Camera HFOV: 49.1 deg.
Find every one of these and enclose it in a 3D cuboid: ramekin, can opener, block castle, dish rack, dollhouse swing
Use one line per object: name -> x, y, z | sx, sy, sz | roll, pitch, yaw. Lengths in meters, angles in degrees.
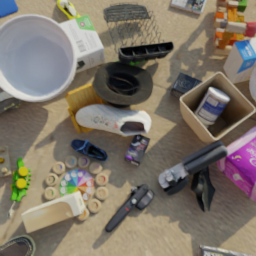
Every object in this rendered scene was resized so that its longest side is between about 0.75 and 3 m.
ramekin -> -2.876, -2.093, 8.903 | 2.579, 1.354, 2.579 | 0, 93, -3
can opener -> 2.004, 1.233, 8.767 | 2.357, 0.783, 0.620 | -35, 31, 12
can opener -> -0.011, 2.470, 8.622 | 1.883, 0.597, 0.740 | -42, 77, -13
block castle -> 4.028, -4.095, 10.257 | 1.287, 1.833, 2.743 | 7, 71, 1
dish rack -> 0.268, -3.646, 10.341 | 2.093, 0.744, 2.729 | -12, 72, -20
dollhouse swing -> -1.366, -0.639, 9.441 | 1.256, 1.104, 1.141 | -24, 72, -9

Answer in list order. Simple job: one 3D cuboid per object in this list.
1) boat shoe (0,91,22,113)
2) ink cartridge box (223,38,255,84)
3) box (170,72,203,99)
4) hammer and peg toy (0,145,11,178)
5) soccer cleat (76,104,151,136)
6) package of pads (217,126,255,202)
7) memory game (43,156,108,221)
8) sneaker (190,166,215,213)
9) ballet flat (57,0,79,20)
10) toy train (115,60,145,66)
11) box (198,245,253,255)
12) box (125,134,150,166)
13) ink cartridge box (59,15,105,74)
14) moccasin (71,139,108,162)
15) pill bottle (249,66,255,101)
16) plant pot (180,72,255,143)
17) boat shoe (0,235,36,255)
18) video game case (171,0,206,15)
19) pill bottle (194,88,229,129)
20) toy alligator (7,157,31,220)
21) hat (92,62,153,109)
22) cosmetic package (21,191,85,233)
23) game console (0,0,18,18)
boat shoe -> -4.162, -0.961, 9.816 | 1.987, 0.594, 0.710 | -26, 38, -12
ink cartridge box -> 4.816, -2.503, 9.883 | 2.440, 1.417, 0.820 | -14, 65, -4
box -> 2.104, -1.397, 9.999 | 0.997, 0.534, 0.740 | 26, 73, 9
hammer and peg toy -> -4.602, 1.188, 9.109 | 1.456, 0.513, 1.071 | -14, 71, -5
soccer cleat -> -0.514, -0.225, 9.150 | 2.516, 0.872, 0.976 | 4, 34, 2
package of pads -> 4.418, 0.758, 8.776 | 2.880, 1.090, 1.735 | -33, 51, -11
memory game -> -1.675, 1.918, 9.054 | 2.150, 0.137, 2.150 | 0, 71, 0
sneaker -> 2.441, 1.809, 8.914 | 0.810, 0.467, 1.554 | 42, 50, -14
ballet flat -> -2.375, -4.769, 11.193 | 0.505, 0.506, 1.510 | -34, 74, -11
toy train -> 0.187, -2.552, 10.454 | 1.546, 0.436, 0.323 | -23, 72, -8
box -> 2.918, 4.355, 7.901 | 1.985, 0.487, 1.600 | 9, 83, 4
box -> 0.308, 0.711, 9.264 | 0.554, 0.481, 0.906 | 24, 68, 8
ink cartridge box -> -2.210, -2.908, 10.295 | 2.284, 0.960, 1.667 | -22, 72, -7
moccasin -> -1.280, 0.670, 9.319 | 1.344, 0.458, 0.541 | 19, 72, 6
pill bottle -> 5.589, -1.453, 9.284 | 2.667, 1.552, 1.552 | 2, 70, -16
plant pot -> 2.722, -0.460, 9.172 | 1.682, 1.491, 1.684 | -34, 73, -11
boat shoe -> -3.871, 4.097, 7.850 | 2.713, 0.879, 0.993 | -38, 84, -8
video game case -> 2.608, -5.450, 11.616 | 1.302, 0.167, 1.433 | 19, 71, 7
pill bottle -> 2.664, -0.580, 9.238 | 0.746, 1.345, 0.746 | 20, 29, -12
toy alligator -> -3.374, 1.907, 8.826 | 0.533, 0.582, 1.963 | 21, 56, -37
hat -> -0.196, -1.285, 9.652 | 2.246, 0.906, 2.246 | 5, 48, -5
cosmetic package -> -2.185, 2.479, 8.320 | 1.633, 0.859, 0.580 | -20, 86, 0
game console -> -5.292, -5.081, 11.508 | 1.265, 0.748, 1.079 | -25, 42, -9
